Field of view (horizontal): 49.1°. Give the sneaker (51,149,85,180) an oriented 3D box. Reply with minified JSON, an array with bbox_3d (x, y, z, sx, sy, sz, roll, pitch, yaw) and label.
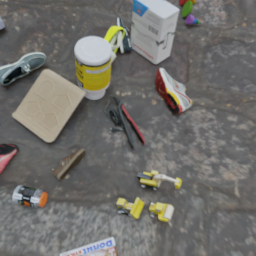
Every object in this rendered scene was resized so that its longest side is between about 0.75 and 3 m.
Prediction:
[{"bbox_3d":[-2.090,1.154,9.741,0.512,0.477,1.355,34,66,20],"label":"sneaker"}]

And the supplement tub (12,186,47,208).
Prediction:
[{"bbox_3d":[-3.171,2.247,9.098,0.969,0.594,0.594,10,61,7],"label":"supplement tub"}]

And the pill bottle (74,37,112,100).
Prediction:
[{"bbox_3d":[-1.305,-2.129,10.563,1.302,2.339,1.302,3,58,-4],"label":"pill bottle"}]

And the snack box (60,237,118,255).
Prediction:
[{"bbox_3d":[-1.167,3.840,8.401,1.671,0.203,0.601,-15,62,-8],"label":"snack box"}]

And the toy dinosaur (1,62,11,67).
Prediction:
[{"bbox_3d":[-5.384,-2.558,12.033,0.731,0.806,0.423,-21,80,-55],"label":"toy dinosaur"}]

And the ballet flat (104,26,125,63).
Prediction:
[{"bbox_3d":[-0.798,-3.304,11.895,0.819,0.817,2.444,11,71,36],"label":"ballet flat"}]

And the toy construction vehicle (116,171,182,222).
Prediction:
[{"bbox_3d":[0.619,2.081,8.757,1.799,0.634,1.566,7,50,33],"label":"toy construction vehicle"}]

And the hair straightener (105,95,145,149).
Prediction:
[{"bbox_3d":[-0.291,-0.236,10.547,0.927,0.493,2.409,-24,68,-10],"label":"hair straightener"}]

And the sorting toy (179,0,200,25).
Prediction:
[{"bbox_3d":[3.137,-5.862,13.837,0.775,0.780,2.249,10,56,-21],"label":"sorting toy"}]

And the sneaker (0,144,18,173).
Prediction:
[{"bbox_3d":[-4.503,1.174,9.737,0.618,0.727,1.677,21,38,12],"label":"sneaker"}]

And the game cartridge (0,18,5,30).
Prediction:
[{"bbox_3d":[-7.045,-4.661,12.894,2.412,0.488,1.608,-28,60,-15],"label":"game cartridge"}]

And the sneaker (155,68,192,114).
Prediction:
[{"bbox_3d":[1.768,-1.521,11.241,0.878,0.832,2.137,-19,68,-21],"label":"sneaker"}]

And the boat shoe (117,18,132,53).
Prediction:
[{"bbox_3d":[-0.185,-4.210,12.774,0.544,0.682,1.804,-7,75,-3],"label":"boat shoe"}]

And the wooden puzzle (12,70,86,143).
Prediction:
[{"bbox_3d":[-2.975,-0.846,10.677,2.149,0.537,2.321,32,83,21],"label":"wooden puzzle"}]

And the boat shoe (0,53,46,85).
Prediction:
[{"bbox_3d":[-4.340,-2.395,11.583,2.195,0.799,0.678,-28,56,-17],"label":"boat shoe"}]

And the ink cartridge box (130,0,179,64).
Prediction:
[{"bbox_3d":[1.028,-4.124,11.747,0.974,2.312,1.688,-37,65,-24],"label":"ink cartridge box"}]
